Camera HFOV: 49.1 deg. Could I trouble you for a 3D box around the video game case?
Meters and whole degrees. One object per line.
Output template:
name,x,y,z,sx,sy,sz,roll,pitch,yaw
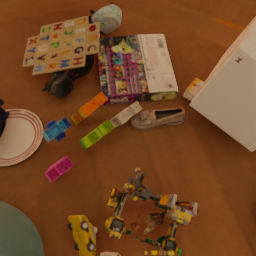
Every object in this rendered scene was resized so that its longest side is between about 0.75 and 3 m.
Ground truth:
video game case,0.196,-1.725,7.955,2.048,0.405,2.259,-6,60,-5

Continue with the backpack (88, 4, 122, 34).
backpack,-0.626,-3.291,8.519,0.989,0.825,0.626,-13,71,38

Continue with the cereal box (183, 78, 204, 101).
cereal box,2.093,-0.817,7.358,1.116,0.221,0.803,32,47,12

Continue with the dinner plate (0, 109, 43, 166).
dinner plate,-2.892,0.222,6.905,1.606,0.195,1.606,0,57,0

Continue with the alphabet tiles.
alphabet tiles,-1.813,-2.261,7.613,2.184,0.069,1.817,-7,60,12

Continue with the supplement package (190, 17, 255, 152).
supplement package,2.972,-1.153,6.327,1.819,1.806,2.397,38,53,4

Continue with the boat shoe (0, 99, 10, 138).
boat shoe,-4.220,-0.119,6.660,2.815,1.051,1.305,5,49,6

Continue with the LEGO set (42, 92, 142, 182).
LEGO set,-1.108,0.012,6.661,2.720,1.116,1.038,-39,97,-26

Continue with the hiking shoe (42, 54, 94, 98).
hiking shoe,-1.664,-1.601,7.676,0.867,0.652,1.722,19,61,33

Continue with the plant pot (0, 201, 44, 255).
plant pot,-3.005,2.316,4.642,2.746,1.849,2.746,0,58,-1

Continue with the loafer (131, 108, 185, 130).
loafer,0.748,-0.298,7.065,1.371,0.431,0.493,-7,59,-2

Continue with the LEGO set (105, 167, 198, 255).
LEGO set,0.459,1.646,5.135,1.710,0.991,1.315,32,71,-6

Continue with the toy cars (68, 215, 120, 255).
toy cars,-0.492,2.324,5.265,1.786,0.801,0.395,39,33,25
